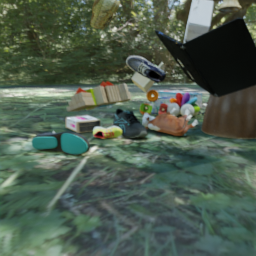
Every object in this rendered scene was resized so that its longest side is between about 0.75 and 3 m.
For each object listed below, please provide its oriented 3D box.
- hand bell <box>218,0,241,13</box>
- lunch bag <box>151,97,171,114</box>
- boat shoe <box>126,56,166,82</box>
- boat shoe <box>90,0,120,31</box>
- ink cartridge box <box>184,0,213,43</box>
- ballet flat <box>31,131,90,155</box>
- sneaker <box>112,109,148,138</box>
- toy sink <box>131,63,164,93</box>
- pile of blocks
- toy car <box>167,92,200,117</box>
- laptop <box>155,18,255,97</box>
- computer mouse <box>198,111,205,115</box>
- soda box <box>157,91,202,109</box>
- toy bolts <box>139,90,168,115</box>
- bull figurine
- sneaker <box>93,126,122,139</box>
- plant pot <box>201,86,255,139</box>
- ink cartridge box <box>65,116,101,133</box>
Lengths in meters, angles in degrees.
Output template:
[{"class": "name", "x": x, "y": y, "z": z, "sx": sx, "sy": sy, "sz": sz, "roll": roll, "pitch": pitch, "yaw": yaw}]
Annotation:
[{"class": "hand bell", "x": 2.461, "y": -3.356, "z": 6.676, "sx": 0.546, "sy": 1.048, "sz": 0.546, "roll": 2, "pitch": 8, "yaw": 0}, {"class": "lunch bag", "x": 1.822, "y": -1.241, "z": 15.356, "sx": 1.057, "sy": 0.899, "sz": 0.674, "roll": 0, "pitch": 12, "yaw": 2}, {"class": "boat shoe", "x": 0.624, "y": -2.180, "z": 10.301, "sx": 1.611, "sy": 0.601, "sz": 0.747, "roll": 25, "pitch": 17, "yaw": 5}, {"class": "boat shoe", "x": -0.744, "y": -3.665, "z": 9.113, "sx": 0.716, "sy": 0.838, "sz": 2.285, "roll": 26, "pitch": 2, "yaw": -8}, {"class": "ink cartridge box", "x": 2.466, "y": -3.483, "z": 10.124, "sx": 0.750, "sy": 1.287, "sz": 1.780, "roll": 11, "pitch": -25, "yaw": 8}, {"class": "ballet flat", "x": -1.866, "y": 0.397, "z": 8.121, "sx": 1.888, "sy": 0.690, "sz": 0.690, "roll": 2, "pitch": 12, "yaw": 19}, {"class": "sneaker", "x": -0.011, "y": -0.168, "z": 10.306, "sx": 0.818, "sy": 0.860, "sz": 2.170, "roll": -5, "pitch": 14, "yaw": -30}, {"class": "toy sink", "x": 0.978, "y": -2.692, "z": 13.885, "sx": 0.862, "sy": 1.539, "sz": 1.003, "roll": 39, "pitch": 2, "yaw": 12}, {"class": "pile of blocks", "x": -0.868, "y": -0.990, "z": 8.374, "sx": 2.184, "sy": 0.679, "sz": 0.897, "roll": -13, "pitch": -3, "yaw": -40}, {"class": "toy car", "x": 2.870, "y": -1.218, "z": 14.403, "sx": 1.649, "sy": 1.237, "sz": 1.443, "roll": 7, "pitch": 13, "yaw": 31}, {"class": "laptop", "x": 2.210, "y": -1.997, "z": 7.624, "sx": 2.164, "sy": 1.261, "sz": 2.442, "roll": 43, "pitch": 8, "yaw": -36}, {"class": "computer mouse", "x": 3.726, "y": -0.789, "z": 15.031, "sx": 0.783, "sy": 0.180, "sz": 0.550, "roll": 11, "pitch": 19, "yaw": 22}, {"class": "soda box", "x": 3.195, "y": -1.797, "z": 17.745, "sx": 0.934, "sy": 1.004, "sz": 2.937, "roll": -10, "pitch": 15, "yaw": -40}, {"class": "toy bolts", "x": 1.404, "y": -1.169, "z": 14.606, "sx": 1.425, "sy": 1.361, "sz": 0.988, "roll": 19, "pitch": -3, "yaw": 2}, {"class": "bull figurine", "x": 1.525, "y": -0.234, "z": 10.602, "sx": 1.314, "sy": 0.705, "sz": 2.164, "roll": -33, "pitch": 31, "yaw": -24}, {"class": "sneaker", "x": -0.723, "y": 0.216, "z": 9.717, "sx": 1.057, "sy": 0.413, "sz": 0.477, "roll": -2, "pitch": 23, "yaw": 5}, {"class": "plant pot", "x": 4.093, "y": -1.129, "z": 10.564, "sx": 2.444, "sy": 2.615, "sz": 2.444, "roll": 0, "pitch": 12, "yaw": 0}, {"class": "ink cartridge box", "x": -1.813, "y": -0.164, "z": 11.220, "sx": 1.002, "sy": 0.457, "sz": 1.217, "roll": -7, "pitch": 14, "yaw": -34}]
